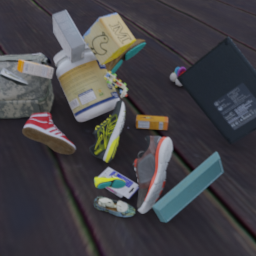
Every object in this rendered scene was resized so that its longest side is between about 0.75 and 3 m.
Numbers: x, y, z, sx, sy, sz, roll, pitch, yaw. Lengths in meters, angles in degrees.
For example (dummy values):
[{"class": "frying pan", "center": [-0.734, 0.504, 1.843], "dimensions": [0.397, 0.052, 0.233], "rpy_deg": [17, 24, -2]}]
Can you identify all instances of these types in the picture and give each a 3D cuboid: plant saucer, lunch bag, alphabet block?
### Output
[{"class": "plant saucer", "center": [1.570, 1.515, 6.998], "dimensions": [2.152, 0.752, 0.204], "rpy_deg": [-38, 40, -12]}, {"class": "lunch bag", "center": [-3.939, -1.598, 9.944], "dimensions": [2.445, 2.050, 1.703], "rpy_deg": [-1, 43, -1]}, {"class": "alphabet block", "center": [-0.557, -2.631, 8.301], "dimensions": [1.003, 0.979, 0.984], "rpy_deg": [54, 44, -5]}]

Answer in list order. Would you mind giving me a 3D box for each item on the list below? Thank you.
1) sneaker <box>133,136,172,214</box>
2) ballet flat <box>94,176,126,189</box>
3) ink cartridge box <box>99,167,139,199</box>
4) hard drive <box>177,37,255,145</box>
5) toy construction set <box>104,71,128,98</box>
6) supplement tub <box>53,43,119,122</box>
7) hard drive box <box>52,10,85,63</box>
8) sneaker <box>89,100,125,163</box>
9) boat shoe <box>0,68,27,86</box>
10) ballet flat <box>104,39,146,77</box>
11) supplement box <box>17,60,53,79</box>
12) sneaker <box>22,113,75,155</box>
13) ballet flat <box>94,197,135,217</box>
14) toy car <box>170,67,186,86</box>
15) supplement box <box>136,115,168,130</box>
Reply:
[{"class": "sneaker", "center": [0.511, 1.161, 7.304], "dimensions": [0.838, 0.788, 2.046], "rpy_deg": [16, 88, 27]}, {"class": "ballet flat", "center": [-0.385, 1.114, 5.846], "dimensions": [0.783, 0.262, 0.263], "rpy_deg": [9, 30, -43]}, {"class": "ink cartridge box", "center": [-0.286, 1.584, 7.894], "dimensions": [1.165, 0.216, 0.552], "rpy_deg": [24, 46, 29]}, {"class": "hard drive", "center": [3.050, -1.063, 8.496], "dimensions": [2.724, 1.901, 0.448], "rpy_deg": [51, 31, -2]}, {"class": "toy construction set", "center": [-0.320, -1.352, 8.708], "dimensions": [0.430, 0.612, 0.934], "rpy_deg": [-41, 92, -1]}, {"class": "supplement tub", "center": [-1.408, -1.507, 9.449], "dimensions": [1.651, 1.651, 2.286], "rpy_deg": [-25, 93, -24]}, {"class": "hard drive box", "center": [-1.741, -2.639, 8.202], "dimensions": [0.447, 0.906, 1.163], "rpy_deg": [-28, 84, -17]}, {"class": "sneaker", "center": [-0.618, 0.035, 8.493], "dimensions": [0.828, 0.728, 1.956], "rpy_deg": [16, 80, 2]}, {"class": "boat shoe", "center": [-3.400, -1.506, 8.404], "dimensions": [0.808, 0.298, 0.259], "rpy_deg": [22, 68, -23]}, {"class": "ballet flat", "center": [-0.365, -2.849, 10.877], "dimensions": [2.315, 0.785, 0.837], "rpy_deg": [-44, 85, -7]}, {"class": "supplement box", "center": [-2.873, -1.821, 8.674], "dimensions": [0.951, 0.350, 0.599], "rpy_deg": [7, 13, -34]}, {"class": "sneaker", "center": [-2.287, 0.130, 8.506], "dimensions": [1.646, 0.586, 0.926], "rpy_deg": [31, 33, -23]}, {"class": "ballet flat", "center": [-0.364, 2.040, 7.292], "dimensions": [1.119, 0.415, 0.415], "rpy_deg": [8, 44, 8]}, {"class": "toy car", "center": [2.208, -2.160, 11.516], "dimensions": [0.761, 0.652, 0.870], "rpy_deg": [-19, 48, -25]}, {"class": "supplement box", "center": [0.815, -0.181, 9.642], "dimensions": [1.087, 0.374, 0.362], "rpy_deg": [6, 31, 4]}]
